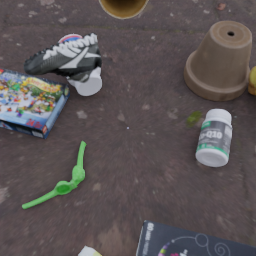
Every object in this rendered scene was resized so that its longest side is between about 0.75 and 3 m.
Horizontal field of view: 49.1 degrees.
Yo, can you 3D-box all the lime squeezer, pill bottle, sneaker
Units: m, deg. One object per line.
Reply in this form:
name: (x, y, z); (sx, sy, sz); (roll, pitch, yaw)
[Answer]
lime squeezer: (-1.764, 1.385, 7.710); (0.871, 0.465, 2.467); (31, 63, 18)
pill bottle: (2.540, 0.269, 8.171); (0.875, 0.875, 1.548); (15, 58, 9)
sneaker: (-1.380, -1.539, 6.783); (0.803, 1.094, 2.417); (-11, 20, 37)
pill bottle: (-1.630, -2.115, 9.545); (1.158, 1.158, 2.063); (-21, 60, -13)

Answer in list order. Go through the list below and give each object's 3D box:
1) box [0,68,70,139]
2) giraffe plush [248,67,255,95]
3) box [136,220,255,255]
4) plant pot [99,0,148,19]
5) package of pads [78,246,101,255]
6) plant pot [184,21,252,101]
box: (-3.587, -0.889, 9.121); (2.805, 0.529, 1.916); (14, 58, 9)
giraffe plush: (4.881, -0.898, 8.410); (2.372, 2.047, 1.924); (2, 68, 22)
box: (1.481, 3.237, 5.886); (2.779, 1.474, 1.699); (11, 58, 6)
plant pot: (-0.159, -3.610, 7.120); (1.240, 1.240, 1.331); (-4, 38, -3)
package of pads: (-0.736, 3.486, 6.336); (1.340, 0.457, 1.035); (30, 62, 18)
plant pot: (3.085, -2.305, 9.205); (2.238, 1.952, 2.238); (0, 58, 0)
